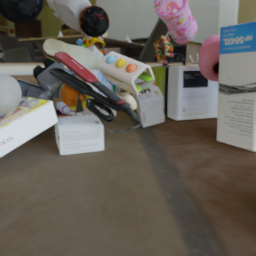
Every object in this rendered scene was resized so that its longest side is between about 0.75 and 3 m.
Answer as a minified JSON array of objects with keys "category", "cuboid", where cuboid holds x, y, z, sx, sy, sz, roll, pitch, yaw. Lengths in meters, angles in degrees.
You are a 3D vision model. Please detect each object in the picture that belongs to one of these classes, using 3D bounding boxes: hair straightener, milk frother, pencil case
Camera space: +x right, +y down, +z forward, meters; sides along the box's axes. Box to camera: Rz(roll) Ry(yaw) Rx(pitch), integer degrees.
[{"category":"hair straightener","cuboid":[-0.752,-0.641,6.068,2.334,0.898,0.477,35,29,2]},{"category":"milk frother","cuboid":[2.583,-2.478,13.741,2.062,2.285,2.150,-2,14,-2]},{"category":"pencil case","cuboid":[1.351,-3.026,7.719,0.921,0.921,2.106,5,-1,20]}]

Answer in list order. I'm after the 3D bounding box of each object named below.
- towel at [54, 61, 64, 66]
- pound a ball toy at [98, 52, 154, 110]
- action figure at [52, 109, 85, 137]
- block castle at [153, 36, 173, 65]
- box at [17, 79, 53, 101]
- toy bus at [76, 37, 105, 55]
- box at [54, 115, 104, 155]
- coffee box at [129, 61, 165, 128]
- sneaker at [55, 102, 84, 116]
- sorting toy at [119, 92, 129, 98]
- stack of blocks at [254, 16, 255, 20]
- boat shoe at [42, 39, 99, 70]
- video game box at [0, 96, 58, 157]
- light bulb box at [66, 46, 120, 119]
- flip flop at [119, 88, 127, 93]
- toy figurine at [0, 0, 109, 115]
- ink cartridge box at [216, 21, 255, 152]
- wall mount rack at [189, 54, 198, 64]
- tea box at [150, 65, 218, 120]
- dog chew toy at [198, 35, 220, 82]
[{"category":"towel","cuboid":[-2.091,-2.139,8.660,0.160,0.614,0.926,17,30,1]},{"category":"pound a ball toy","cuboid":[-0.149,-1.174,6.498,0.995,0.648,1.526,-45,48,-13]},{"category":"action figure","cuboid":[-2.019,-0.183,8.191,1.485,0.777,1.437,-10,4,16]},{"category":"block castle","cuboid":[1.344,-2.892,10.408,0.439,0.935,0.625,6,-27,-31]},{"category":"box","cuboid":[-2.533,-0.739,7.485,0.940,0.592,0.956,17,-17,-13]},{"category":"toy bus","cuboid":[-1.221,-3.177,10.657,1.205,0.623,1.137,35,29,-9]},{"category":"box","cuboid":[-1.173,0.128,6.617,1.021,0.667,1.015,-5,15,-18]},{"category":"coffee box","cuboid":[0.468,-1.047,8.444,0.723,1.037,1.814,-15,48,-4]},{"category":"sneaker","cuboid":[-1.602,-0.547,7.735,0.468,0.352,0.940,29,6,33]},{"category":"sorting toy","cuboid":[-0.960,-1.301,12.528,1.639,0.574,1.649,6,15,22]},{"category":"stack of blocks","cuboid":[3.269,-2.717,6.369,0.475,0.241,0.824,-51,3,-18]},{"category":"boat shoe","cuboid":[-1.451,-1.816,7.138,1.467,0.527,0.437,13,-9,-27]},{"category":"video game box","cuboid":[-3.087,0.057,5.642,2.266,0.582,2.487,11,36,39]},{"category":"light bulb box","cuboid":[-1.096,-1.332,8.752,1.017,1.615,1.630,-7,-27,32]},{"category":"flip flop","cuboid":[-0.656,-2.184,11.031,2.742,1.112,0.789,24,-16,33]},{"category":"toy figurine","cuboid":[-1.839,-1.675,5.715,2.707,2.750,1.913,-2,32,-48]},{"category":"ink cartridge box","cuboid":[3.292,-1.023,6.839,2.054,2.814,1.186,-8,14,-31]},{"category":"wall mount rack","cuboid":[2.631,-2.489,10.074,0.995,0.371,0.865,-3,8,-6]},{"category":"tea box","cuboid":[2.411,-1.421,10.402,2.675,1.787,2.631,-4,14,-16]},{"category":"dog chew toy","cuboid":[2.561,-2.102,8.094,1.120,1.120,1.798,2,38,6]}]
